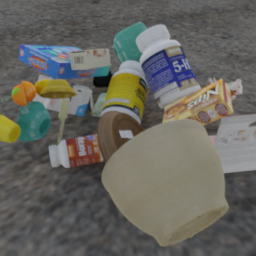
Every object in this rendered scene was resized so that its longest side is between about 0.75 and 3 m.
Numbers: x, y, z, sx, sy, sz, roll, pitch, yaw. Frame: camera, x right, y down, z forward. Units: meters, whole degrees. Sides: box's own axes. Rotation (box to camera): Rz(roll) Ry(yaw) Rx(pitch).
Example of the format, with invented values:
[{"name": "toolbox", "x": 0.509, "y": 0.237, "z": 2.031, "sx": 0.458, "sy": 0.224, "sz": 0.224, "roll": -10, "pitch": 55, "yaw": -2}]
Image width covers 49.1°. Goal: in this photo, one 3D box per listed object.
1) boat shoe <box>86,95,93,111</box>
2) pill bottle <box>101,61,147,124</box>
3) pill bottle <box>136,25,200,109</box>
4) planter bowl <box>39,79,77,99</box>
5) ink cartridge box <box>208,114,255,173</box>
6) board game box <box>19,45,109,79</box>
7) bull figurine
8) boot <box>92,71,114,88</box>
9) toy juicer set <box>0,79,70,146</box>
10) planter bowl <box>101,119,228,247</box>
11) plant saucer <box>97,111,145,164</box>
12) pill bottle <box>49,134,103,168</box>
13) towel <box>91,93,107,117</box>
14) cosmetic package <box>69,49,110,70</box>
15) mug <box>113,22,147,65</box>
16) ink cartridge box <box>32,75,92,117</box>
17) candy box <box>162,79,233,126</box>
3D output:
[{"name": "boat shoe", "x": -1.692, "y": -1.131, "z": 10.715, "sx": 0.580, "sy": 0.702, "sz": 1.876, "roll": -4, "pitch": 30, "yaw": -15}, {"name": "pill bottle", "x": -0.054, "y": -1.162, "z": 9.892, "sx": 1.369, "sy": 1.369, "sz": 2.445, "roll": 7, "pitch": 58, "yaw": 9}, {"name": "pill bottle", "x": 1.235, "y": -2.025, "z": 9.287, "sx": 1.474, "sy": 1.474, "sz": 2.463, "roll": -22, "pitch": 84, "yaw": -26}, {"name": "planter bowl", "x": -1.781, "y": -1.002, "z": 7.086, "sx": 0.920, "sy": 0.383, "sz": 0.920, "roll": -5, "pitch": -4, "yaw": 0}, {"name": "ink cartridge box", "x": 3.445, "y": 0.330, "z": 7.907, "sx": 2.430, "sy": 2.141, "sz": 0.543, "roll": -5, "pitch": 38, "yaw": -7}, {"name": "board game box", "x": -2.176, "y": -2.364, "z": 9.949, "sx": 1.944, "sy": 0.575, "sz": 2.556, "roll": 29, "pitch": 27, "yaw": 27}, {"name": "bull figurine", "x": 3.111, "y": -1.135, "z": 9.600, "sx": 0.598, "sy": 1.838, "sz": 1.116, "roll": -27, "pitch": 67, "yaw": -27}, {"name": "boot", "x": -0.712, "y": -1.850, "z": 11.801, "sx": 1.393, "sy": 0.629, "sz": 1.700, "roll": -1, "pitch": 38, "yaw": -19}, {"name": "toy juicer set", "x": -2.571, "y": -0.465, "z": 7.955, "sx": 0.802, "sy": 1.875, "sz": 2.947, "roll": 20, "pitch": 1, "yaw": 16}, {"name": "planter bowl", "x": 0.824, "y": 1.128, "z": 5.057, "sx": 2.227, "sy": 2.227, "sz": 1.499, "roll": -16, "pitch": 54, "yaw": -20}, {"name": "plant saucer", "x": 0.082, "y": 0.557, "z": 7.560, "sx": 0.352, "sy": 2.392, "sz": 2.392, "roll": -29, "pitch": 27, "yaw": 28}, {"name": "pill bottle", "x": -1.559, "y": 0.729, "z": 8.448, "sx": 1.531, "sy": 0.859, "sz": 0.859, "roll": -10, "pitch": 38, "yaw": -13}, {"name": "towel", "x": -0.536, "y": -0.856, "z": 10.926, "sx": 1.521, "sy": 0.366, "sz": 1.302, "roll": 7, "pitch": 38, "yaw": 9}, {"name": "cosmetic package", "x": -1.186, "y": -2.201, "z": 8.948, "sx": 0.680, "sy": 0.574, "sz": 1.316, "roll": 3, "pitch": 17, "yaw": 26}, {"name": "mug", "x": 0.276, "y": -3.042, "z": 11.234, "sx": 1.385, "sy": 1.841, "sz": 2.240, "roll": -27, "pitch": 31, "yaw": -2}, {"name": "ink cartridge box", "x": -2.223, "y": -1.067, "z": 9.494, "sx": 1.729, "sy": 1.001, "sz": 0.576, "roll": 11, "pitch": 19, "yaw": -34}, {"name": "candy box", "x": 1.880, "y": -0.505, "z": 7.793, "sx": 1.883, "sy": 0.521, "sz": 1.087, "roll": -25, "pitch": 29, "yaw": 31}]
